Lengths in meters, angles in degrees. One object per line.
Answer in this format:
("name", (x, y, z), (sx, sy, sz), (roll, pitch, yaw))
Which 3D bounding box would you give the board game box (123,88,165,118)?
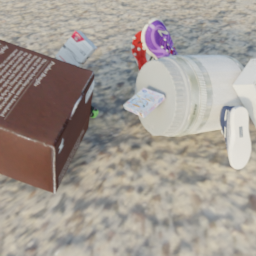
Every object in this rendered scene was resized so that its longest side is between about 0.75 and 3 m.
("board game box", (0.408, -0.664, 7.254), (0.785, 0.162, 0.787), (-42, 41, -17))

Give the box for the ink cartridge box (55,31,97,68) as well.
("ink cartridge box", (-1.694, -2.471, 9.155), (0.807, 1.111, 0.463), (45, 21, -5))

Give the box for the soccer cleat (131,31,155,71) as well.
("soccer cleat", (0.617, -2.363, 9.739), (0.705, 0.875, 2.053), (-18, 73, 21))

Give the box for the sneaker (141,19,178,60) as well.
("sneaker", (1.312, -2.431, 9.085), (0.984, 2.440, 1.018), (-43, 41, -4))

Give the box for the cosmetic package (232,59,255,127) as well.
("cosmetic package", (3.922, -0.574, 7.786), (1.090, 2.640, 0.668), (-51, 29, -20))

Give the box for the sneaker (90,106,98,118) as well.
("sneaker", (-1.499, -0.677, 9.483), (1.168, 0.489, 0.448), (13, 68, 37))

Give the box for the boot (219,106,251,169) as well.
("boot", (2.650, 0.208, 7.044), (0.565, 1.553, 0.701), (-2, 9, -11))

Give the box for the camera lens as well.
("camera lens", (1.941, -0.984, 8.346), (2.879, 2.303, 2.303), (-8, 42, -27))

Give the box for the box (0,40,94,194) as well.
("box", (-2.688, -0.294, 7.042), (2.928, 2.405, 2.429), (20, 52, 1))
